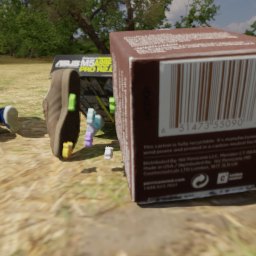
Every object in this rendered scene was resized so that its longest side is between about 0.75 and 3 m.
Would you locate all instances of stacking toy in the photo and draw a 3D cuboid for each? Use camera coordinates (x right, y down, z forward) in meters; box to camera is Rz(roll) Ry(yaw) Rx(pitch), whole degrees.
[{"bbox_3d":[-0.707,-0.005,5.142,0.892,1.183,0.278,5,-1,9],"label":"stacking toy"}]

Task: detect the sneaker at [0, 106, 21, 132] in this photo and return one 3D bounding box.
[{"bbox_3d":[-3.287,-0.361,7.551,0.622,1.117,0.429,35,65,7],"label":"sneaker"}]

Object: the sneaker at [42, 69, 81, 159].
[{"bbox_3d":[-1.510,-0.316,6.178,0.743,1.967,0.693,2,-10,26],"label":"sneaker"}]

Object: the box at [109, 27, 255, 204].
[{"bbox_3d":[0.919,-0.471,4.943,2.221,2.198,2.677,-5,25,-6],"label":"box"}]

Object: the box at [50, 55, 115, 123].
[{"bbox_3d":[-0.493,-0.923,7.653,2.207,0.610,2.755,3,-22,16],"label":"box"}]

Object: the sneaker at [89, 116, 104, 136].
[{"bbox_3d":[-0.785,-0.171,7.343,0.305,0.768,0.501,37,50,2],"label":"sneaker"}]
